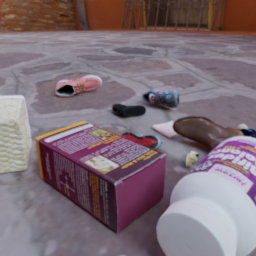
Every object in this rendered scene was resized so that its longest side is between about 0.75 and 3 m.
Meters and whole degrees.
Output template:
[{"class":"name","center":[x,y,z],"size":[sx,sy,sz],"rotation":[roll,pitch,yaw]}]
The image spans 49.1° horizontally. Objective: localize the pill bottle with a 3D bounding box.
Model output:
[{"class":"pill bottle","center":[1.859,1.385,5.418],"size":[1.672,1.672,2.978],"rotation":[18,30,34]}]

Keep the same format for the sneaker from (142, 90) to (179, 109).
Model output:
[{"class":"sneaker","center":[1.365,-1.229,12.203],"size":[0.952,0.790,1.993],"rotation":[-11,14,-33]}]

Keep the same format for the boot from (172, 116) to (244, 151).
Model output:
[{"class":"boot","center":[2.397,0.629,8.106],"size":[2.412,0.831,2.588],"rotation":[10,30,9]}]

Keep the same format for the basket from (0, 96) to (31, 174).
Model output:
[{"class":"basket","center":[-3.732,0.225,7.793],"size":[1.857,1.841,1.494],"rotation":[-6,32,-16]}]

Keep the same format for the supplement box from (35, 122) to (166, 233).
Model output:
[{"class":"supplement box","center":[-0.735,0.968,6.812],"size":[2.929,1.254,1.616],"rotation":[21,31,39]}]

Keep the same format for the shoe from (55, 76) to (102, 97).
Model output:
[{"class":"shoe","center":[-2.483,-2.035,14.076],"size":[2.330,0.832,1.060],"rotation":[-7,26,-3]}]

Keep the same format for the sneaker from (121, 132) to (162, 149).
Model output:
[{"class":"sneaker","center":[0.428,0.477,9.008],"size":[1.430,0.567,0.683],"rotation":[8,-3,32]}]

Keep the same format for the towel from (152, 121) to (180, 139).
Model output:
[{"class":"towel","center":[1.570,0.046,10.200],"size":[1.011,0.171,1.058],"rotation":[-15,28,-29]}]

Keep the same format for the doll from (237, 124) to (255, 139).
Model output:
[{"class":"doll","center":[4.185,0.327,9.256],"size":[1.230,0.437,1.803],"rotation":[-1,20,-10]}]

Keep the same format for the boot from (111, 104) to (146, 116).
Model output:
[{"class":"boot","center":[-0.010,-0.770,11.713],"size":[1.224,0.453,1.003],"rotation":[-8,17,-30]}]

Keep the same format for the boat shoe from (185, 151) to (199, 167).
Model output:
[{"class":"boat shoe","center":[1.878,0.900,8.153],"size":[0.270,0.301,0.813],"rotation":[6,24,26]}]
